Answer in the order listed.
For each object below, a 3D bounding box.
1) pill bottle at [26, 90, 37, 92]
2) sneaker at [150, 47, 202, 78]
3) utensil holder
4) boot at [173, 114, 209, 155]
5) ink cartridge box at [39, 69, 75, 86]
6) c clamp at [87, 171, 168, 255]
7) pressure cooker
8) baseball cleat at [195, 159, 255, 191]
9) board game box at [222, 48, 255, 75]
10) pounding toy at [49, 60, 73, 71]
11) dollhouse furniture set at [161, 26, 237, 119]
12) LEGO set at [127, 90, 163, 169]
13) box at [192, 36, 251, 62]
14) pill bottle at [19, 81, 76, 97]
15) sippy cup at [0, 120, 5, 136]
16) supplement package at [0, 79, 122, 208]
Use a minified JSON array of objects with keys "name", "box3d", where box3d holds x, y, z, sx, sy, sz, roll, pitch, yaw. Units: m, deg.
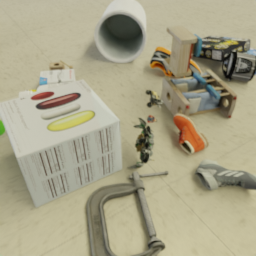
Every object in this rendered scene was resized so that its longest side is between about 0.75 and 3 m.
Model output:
[{"name":"pill bottle","box3d":[-3.570,-1.244,11.253,1.048,0.599,0.599,-4,40,-5]},{"name":"sneaker","box3d":[2.173,-2.753,12.886,2.608,1.021,1.007,31,80,21]},{"name":"utensil holder","box3d":[-0.249,-5.124,14.415,2.515,2.515,2.960,3,38,4]},{"name":"boot","box3d":[1.900,0.186,9.349,0.826,0.578,1.541,-25,64,-26]},{"name":"ink cartridge box","box3d":[-3.032,-2.008,12.140,1.448,0.606,1.050,-6,40,-7]},{"name":"c clamp","box3d":[0.143,2.243,7.282,2.453,0.389,2.872,-4,40,-4]},{"name":"pressure cooker","box3d":[4.922,-2.730,12.528,1.377,1.230,1.211,13,52,8]},{"name":"baseball cleat","box3d":[2.825,1.541,8.040,1.822,0.635,0.969,17,48,34]},{"name":"board game box","box3d":[5.994,-3.439,13.991,1.843,0.402,1.853,-31,49,-32]},{"name":"pounding toy","box3d":[-3.036,-2.760,12.789,1.045,0.918,0.478,-4,40,-5]},{"name":"dollhouse furniture set","box3d":[2.636,-1.910,10.168,2.112,2.997,2.100,-12,42,-13]},{"name":"LEGO set","box3d":[0.629,0.181,8.227,0.720,2.542,1.651,10,43,-15]},{"name":"box","box3d":[4.427,-4.046,14.151,2.078,0.633,2.579,-23,31,-26]},{"name":"pill bottle","box3d":[-2.747,-0.966,10.375,2.281,1.304,1.304,-9,41,-11]},{"name":"sippy cup","box3d":[-5.204,0.174,8.881,2.271,1.783,1.664,23,27,-12]},{"name":"supplement package","box3d":[-1.985,0.286,8.314,2.734,2.010,2.614,-21,44,-23]}]
